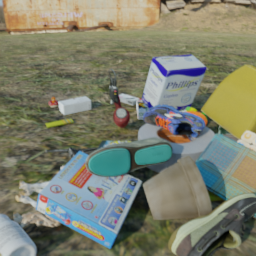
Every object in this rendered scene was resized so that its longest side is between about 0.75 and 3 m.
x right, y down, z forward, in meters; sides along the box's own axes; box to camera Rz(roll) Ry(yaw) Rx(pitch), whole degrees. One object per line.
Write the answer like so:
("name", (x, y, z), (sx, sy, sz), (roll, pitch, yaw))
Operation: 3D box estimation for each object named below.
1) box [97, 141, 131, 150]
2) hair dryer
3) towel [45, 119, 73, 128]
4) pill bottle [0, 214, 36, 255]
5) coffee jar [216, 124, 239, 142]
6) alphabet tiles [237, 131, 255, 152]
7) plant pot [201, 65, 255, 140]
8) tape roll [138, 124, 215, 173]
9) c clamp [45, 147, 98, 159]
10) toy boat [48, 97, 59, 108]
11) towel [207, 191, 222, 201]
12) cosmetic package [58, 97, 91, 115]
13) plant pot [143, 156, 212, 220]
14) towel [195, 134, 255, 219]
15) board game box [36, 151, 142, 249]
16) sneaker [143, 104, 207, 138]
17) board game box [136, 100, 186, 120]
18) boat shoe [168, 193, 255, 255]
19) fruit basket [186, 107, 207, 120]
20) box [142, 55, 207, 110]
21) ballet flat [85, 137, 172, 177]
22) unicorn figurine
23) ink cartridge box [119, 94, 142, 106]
("box", (-0.559, 0.966, 9.633), (1.130, 0.312, 1.655), (0, 26, 12))
("hair dryer", (-0.335, -1.001, 11.774), (0.710, 2.614, 1.991), (-6, 35, 0))
("towel", (-3.178, -0.208, 12.979), (1.216, 0.110, 0.523), (-13, 23, -23))
("pill bottle", (-2.728, 2.563, 6.345), (0.770, 0.770, 1.347), (-22, 33, -38))
("coffee jar", (4.107, 0.176, 11.141), (1.152, 0.943, 2.210), (9, 27, 15))
("alphabet tiles", (4.130, 0.864, 8.739), (1.948, 0.142, 1.905), (-51, 39, -1))
("plant pot", (4.666, -1.007, 10.524), (2.238, 2.305, 2.253), (2, 33, -37))
("tape roll", (1.742, 0.618, 10.257), (2.780, 0.918, 2.780), (1, 25, 0))
("c clamp", (-1.370, 1.254, 9.675), (2.218, 0.352, 2.597), (-8, 26, -32))
("toy boat", (-3.976, -1.395, 14.978), (0.505, 0.506, 0.773), (-12, 28, -24))
("towel", (3.647, 1.692, 8.771), (2.908, 0.263, 1.251), (-4, 25, -8))
("cosmetic package", (-2.741, -1.159, 14.442), (1.500, 0.555, 0.763), (-14, 29, -30))
("plant pot", (1.212, 1.735, 7.425), (1.438, 1.657, 1.657), (-18, 26, 1))
("towel", (3.211, 1.336, 8.160), (2.533, 0.275, 1.858), (30, 70, 34))
("board game box", (-0.933, 1.771, 7.468), (2.086, 0.595, 2.130), (25, 30, 8))
("sneaker", (1.605, -0.218, 10.114), (2.333, 0.879, 0.915), (8, 44, 22))
("board game box", (1.741, -0.930, 14.049), (2.593, 0.449, 1.637), (-1, 26, -1))
("boat shoe", (2.239, 2.416, 6.556), (2.738, 0.978, 0.900), (-16, 38, -26))
("fruit basket", (3.057, -0.554, 12.635), (0.750, 1.040, 1.040), (-15, 12, 40))
("box", (2.028, -1.968, 12.704), (2.139, 2.326, 1.220), (-11, 46, -26))
("ballet flat", (-0.005, 0.812, 8.137), (2.716, 0.915, 0.865), (-7, 16, -24))
("unicorn figurine", (-2.174, 1.835, 7.892), (1.771, 0.952, 2.579), (5, 38, -15))
("ink cartridge box", (0.136, -1.672, 15.842), (1.279, 0.278, 1.110), (20, 33, 36))
